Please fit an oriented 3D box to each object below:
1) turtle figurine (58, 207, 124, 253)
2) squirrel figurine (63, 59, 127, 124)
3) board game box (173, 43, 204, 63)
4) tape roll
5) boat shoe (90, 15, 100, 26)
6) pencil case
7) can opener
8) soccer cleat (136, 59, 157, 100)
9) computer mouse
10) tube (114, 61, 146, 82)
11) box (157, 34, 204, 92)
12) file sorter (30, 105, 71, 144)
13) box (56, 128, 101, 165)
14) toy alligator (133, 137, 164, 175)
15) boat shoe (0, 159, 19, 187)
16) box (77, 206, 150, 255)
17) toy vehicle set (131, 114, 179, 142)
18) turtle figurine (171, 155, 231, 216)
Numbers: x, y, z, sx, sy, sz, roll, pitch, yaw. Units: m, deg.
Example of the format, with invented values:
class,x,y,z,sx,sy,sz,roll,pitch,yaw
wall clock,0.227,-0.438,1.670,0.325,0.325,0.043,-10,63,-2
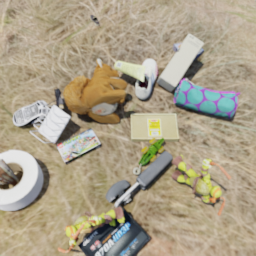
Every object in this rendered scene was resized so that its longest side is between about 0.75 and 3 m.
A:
class,x,y,z,sx,sy,sz,roll,pitch,yaw
turtle figurine,-1.247,3.124,8.961,1.995,2.473,0.797,-7,55,-40
squirrel figurine,-1.459,-1.746,12.068,2.781,1.968,2.596,-1,55,-4
board game box,2.936,-3.890,14.008,1.260,0.389,1.261,41,69,19
tape roll,-4.366,1.949,10.546,2.183,0.764,2.183,-1,56,2
boat shoe,-1.806,-5.877,15.133,0.316,0.284,0.878,-25,65,-13
pencil case,3.339,-1.289,12.160,2.637,1.219,1.122,16,18,7
can opener,0.414,1.861,10.698,0.978,0.780,2.926,42,68,18
soccer cleat,0.876,-2.393,12.795,0.814,1.006,2.329,8,64,10
computer mouse,-3.831,-0.725,12.086,2.345,0.514,1.286,-24,64,4
tube,0.112,-2.533,12.251,1.752,0.508,0.455,27,70,42
box,2.347,-2.933,12.728,0.842,1.012,2.464,34,81,1
file sorter,-3.090,-0.145,11.032,0.898,0.806,1.294,35,98,12
box,-2.044,0.747,11.576,1.612,0.280,0.887,-28,66,-14
toy alligator,0.777,1.099,11.306,1.912,0.459,0.634,-46,100,-16
boat shoe,-4.521,1.738,10.200,0.634,1.767,0.669,-38,64,-22
box,-0.476,3.983,9.740,1.988,0.457,1.580,-39,69,-19
toy vehicle set,1.112,-0.017,11.999,1.993,0.264,1.238,0,62,0
turtle figurine,2.517,2.016,10.036,0.859,2.666,2.150,-37,41,-23
